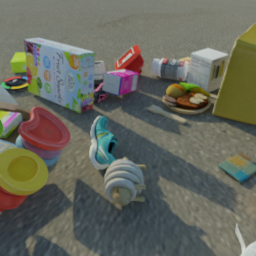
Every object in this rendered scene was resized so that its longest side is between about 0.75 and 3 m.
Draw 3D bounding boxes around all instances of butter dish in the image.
[{"bbox_3d":[0.216,-2.882,12.886,1.475,1.091,1.471,-38,27,16],"label":"butter dish"}]

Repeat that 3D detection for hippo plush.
[{"bbox_3d":[2.355,2.663,4.555,1.435,1.422,1.785,27,44,-10],"label":"hippo plush"}]

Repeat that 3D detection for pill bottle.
[{"bbox_3d":[1.864,-2.650,12.598,1.526,0.869,0.869,12,35,19],"label":"pill bottle"}]

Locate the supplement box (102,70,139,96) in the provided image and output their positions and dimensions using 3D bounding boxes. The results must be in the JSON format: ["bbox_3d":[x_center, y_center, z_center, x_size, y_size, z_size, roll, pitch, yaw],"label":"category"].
[{"bbox_3d":[-0.275,-1.826,11.176,0.757,0.773,1.495,20,23,24],"label":"supplement box"}]

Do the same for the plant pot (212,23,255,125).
[{"bbox_3d":[5.003,-1.639,9.589,2.841,2.759,2.778,24,40,23],"label":"plant pot"}]

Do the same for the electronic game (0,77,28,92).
[{"bbox_3d":[-4.800,-1.908,12.031,1.328,0.276,1.328,0,34,0],"label":"electronic game"}]

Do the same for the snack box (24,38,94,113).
[{"bbox_3d":[-2.612,-2.028,10.482,2.991,2.127,0.792,22,33,29],"label":"snack box"}]

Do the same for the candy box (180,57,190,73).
[{"bbox_3d":[2.709,-3.004,13.576,1.434,0.397,0.828,-22,39,-30],"label":"candy box"}]

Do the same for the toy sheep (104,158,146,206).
[{"bbox_3d":[-0.077,1.236,6.666,1.032,1.032,1.496,2,29,3],"label":"toy sheep"}]

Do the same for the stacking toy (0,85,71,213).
[{"bbox_3d":[-2.851,0.416,6.574,2.496,1.165,2.758,36,27,-7],"label":"stacking toy"}]

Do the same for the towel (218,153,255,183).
[{"bbox_3d":[3.055,1.074,7.638,1.027,0.111,0.753,-20,43,-30],"label":"towel"}]

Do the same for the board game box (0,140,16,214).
[{"bbox_3d":[-3.278,1.165,6.865,1.286,0.327,1.913,17,44,6],"label":"board game box"}]

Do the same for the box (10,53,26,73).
[{"bbox_3d":[-4.422,-3.321,13.891,2.408,0.574,1.468,-5,34,-8],"label":"box"}]

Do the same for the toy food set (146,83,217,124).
[{"bbox_3d":[2.192,-1.142,10.618,1.881,0.547,2.724,26,42,34],"label":"toy food set"}]

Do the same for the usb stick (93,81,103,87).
[{"bbox_3d":[-1.458,-1.882,12.003,1.617,0.264,0.448,0,21,1],"label":"usb stick"}]

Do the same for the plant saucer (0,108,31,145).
[{"bbox_3d":[-4.196,0.252,8.625,2.972,0.438,2.972,-1,33,0],"label":"plant saucer"}]

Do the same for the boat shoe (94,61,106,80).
[{"bbox_3d":[-2.299,-2.767,12.774,2.618,0.860,0.942,10,35,16],"label":"boat shoe"}]

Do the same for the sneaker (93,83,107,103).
[{"bbox_3d":[-1.023,-1.364,11.125,0.580,0.481,1.217,26,47,19],"label":"sneaker"}]

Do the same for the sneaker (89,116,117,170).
[{"bbox_3d":[-0.642,0.393,7.997,0.723,0.704,1.816,-17,47,13],"label":"sneaker"}]

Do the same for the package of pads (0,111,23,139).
[{"bbox_3d":[-4.070,-0.122,9.045,0.835,0.369,1.081,6,35,9],"label":"package of pads"}]

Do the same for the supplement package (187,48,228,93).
[{"bbox_3d":[3.308,-2.407,11.729,1.087,1.432,1.079,-23,40,-31],"label":"supplement package"}]
